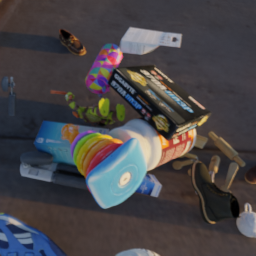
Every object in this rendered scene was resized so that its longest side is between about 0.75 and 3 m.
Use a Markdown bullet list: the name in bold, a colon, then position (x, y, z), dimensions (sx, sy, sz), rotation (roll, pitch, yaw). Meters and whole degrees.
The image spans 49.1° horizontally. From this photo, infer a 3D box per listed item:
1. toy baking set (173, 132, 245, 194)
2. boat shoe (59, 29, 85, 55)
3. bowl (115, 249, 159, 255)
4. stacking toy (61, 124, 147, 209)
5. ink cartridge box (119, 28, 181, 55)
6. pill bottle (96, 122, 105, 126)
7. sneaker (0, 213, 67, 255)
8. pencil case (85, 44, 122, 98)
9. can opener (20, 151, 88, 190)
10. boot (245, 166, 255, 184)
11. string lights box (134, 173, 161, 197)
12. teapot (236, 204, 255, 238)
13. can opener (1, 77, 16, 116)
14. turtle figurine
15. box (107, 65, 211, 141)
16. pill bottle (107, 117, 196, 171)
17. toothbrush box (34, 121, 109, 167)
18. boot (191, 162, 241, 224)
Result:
- **toy baking set**: position (2.740, 1.241, 9.395), dimensions (2.087, 0.316, 2.719), rotation (-32, 49, -12)
- **boat shoe**: position (-2.719, -4.091, 13.315), dimensions (1.769, 0.622, 0.623), rotation (38, 62, 24)
- **bowl**: position (0.074, 3.448, 6.241), dimensions (2.099, 0.985, 2.099), rotation (-23, 22, 10)
- **stacking toy**: position (-0.967, 0.635, 7.411), dimensions (1.612, 1.524, 2.777), rotation (-40, 49, -21)
- **ink cartridge box**: position (0.779, -2.849, 9.364), dimensions (1.867, 0.533, 1.518), rotation (13, 36, 5)
- **pill bottle**: position (-0.985, -0.490, 10.685), dimensions (0.438, 0.438, 0.783), rotation (2, 53, 1)
- **sneaker**: position (-2.752, 3.250, 7.591), dimensions (2.478, 0.916, 1.019), rotation (16, 53, 22)
- **pencil case**: position (-0.742, -1.910, 9.116), dimensions (0.842, 0.842, 1.906), rotation (10, 54, 8)
- **can opener**: position (-2.049, 1.335, 8.674), dimensions (2.569, 0.859, 0.685), rotation (13, 50, -8)
- **boot**: position (4.502, 1.117, 8.942), dimensions (1.520, 1.264, 0.550), rotation (-23, 56, -16)
- **string lights box**: position (0.201, 1.581, 8.336), dimensions (1.417, 0.418, 0.728), rotation (17, 11, -18)
- **teapot**: position (3.579, 2.739, 8.148), dimensions (0.786, 0.574, 0.775), rotation (35, 60, 24)
- **can opener**: position (-4.105, -1.091, 9.616), dimensions (0.455, 1.362, 0.363), rotation (3, 23, -19)
- **turtle figurine**: position (-1.117, -0.495, 8.433), dimensions (1.876, 2.327, 0.749), rotation (0, 63, 51)
- **box**: position (0.963, -0.893, 8.497), dimensions (2.637, 0.607, 2.096), rotation (45, 37, 22)
- **pill bottle**: position (0.723, 0.400, 8.641), dimensions (2.774, 1.584, 1.584), rotation (-16, 49, -45)
- **toothbrush box**: position (-1.685, 0.689, 9.065), dimensions (2.156, 1.579, 0.920), rotation (7, 55, 7)
- **boot**: position (2.514, 1.738, 7.956), dimensions (0.696, 1.243, 1.798), rotation (-7, 73, -27)
